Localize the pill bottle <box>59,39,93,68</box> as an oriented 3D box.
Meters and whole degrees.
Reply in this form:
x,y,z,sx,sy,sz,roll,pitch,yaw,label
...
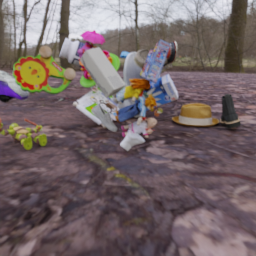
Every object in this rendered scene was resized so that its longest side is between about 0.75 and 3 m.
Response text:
x,y,z,sx,sy,sz,roll,pitch,yaw,label
-2.070,-3.230,12.517,1.806,1.045,1.045,20,8,-20,pill bottle

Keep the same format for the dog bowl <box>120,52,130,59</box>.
x,y,z,sx,sy,sz,roll,pitch,yaw,label
0.037,-2.991,11.754,0.761,0.189,0.424,11,-4,-31,dog bowl

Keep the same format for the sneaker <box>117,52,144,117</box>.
x,y,z,sx,sy,sz,roll,pitch,yaw,label
-0.083,-1.815,11.832,0.959,2.603,1.504,-6,12,-32,sneaker

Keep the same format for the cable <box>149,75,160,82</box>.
x,y,z,sx,sy,sz,roll,pitch,yaw,label
0.670,-2.157,13.009,1.661,0.575,1.661,-40,17,-33,cable

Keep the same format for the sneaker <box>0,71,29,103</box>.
x,y,z,sx,sy,sz,roll,pitch,yaw,label
-3.240,-0.981,7.679,1.463,0.728,0.509,33,25,28,sneaker

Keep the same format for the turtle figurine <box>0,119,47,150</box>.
x,y,z,sx,sy,sz,roll,pitch,yaw,label
-3.144,0.185,8.104,1.455,0.581,1.804,25,12,37,turtle figurine

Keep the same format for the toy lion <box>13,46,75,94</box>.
x,y,z,sx,sy,sz,roll,pitch,yaw,label
-1.974,-1.210,6.435,1.110,1.158,0.397,-53,15,-20,toy lion

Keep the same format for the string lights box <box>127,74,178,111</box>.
x,y,z,sx,sy,sz,roll,pitch,yaw,label
0.913,-1.261,10.656,1.746,0.897,0.515,-20,39,21,string lights box

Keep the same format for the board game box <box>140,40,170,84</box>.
x,y,z,sx,sy,sz,roll,pitch,yaw,label
0.796,-1.979,8.261,0.359,1.163,1.163,21,14,-12,board game box

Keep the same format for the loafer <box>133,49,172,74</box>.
x,y,z,sx,sy,sz,roll,pitch,yaw,label
0.891,-2.337,10.585,2.343,0.800,0.886,-8,59,-56,loafer

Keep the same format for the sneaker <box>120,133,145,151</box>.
x,y,z,sx,sy,sz,roll,pitch,yaw,label
0.094,0.402,7.625,0.303,0.475,0.823,48,18,30,sneaker

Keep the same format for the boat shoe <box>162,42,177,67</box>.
x,y,z,sx,sy,sz,roll,pitch,yaw,label
1.123,-2.280,8.870,0.496,0.565,1.587,0,-4,-11,boat shoe

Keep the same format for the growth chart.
x,y,z,sx,sy,sz,roll,pitch,yaw,label
-1.071,-0.890,10.883,1.721,0.211,2.378,31,32,-1,growth chart

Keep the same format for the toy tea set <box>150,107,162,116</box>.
x,y,z,sx,sy,sz,roll,pitch,yaw,label
1.089,-0.834,11.100,0.547,0.341,0.920,-10,40,-28,toy tea set

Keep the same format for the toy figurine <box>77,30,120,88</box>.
x,y,z,sx,sy,sz,roll,pitch,yaw,label
-1.360,-2.702,10.370,1.404,1.721,1.870,32,72,31,toy figurine

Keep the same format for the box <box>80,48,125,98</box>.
x,y,z,sx,sy,sz,roll,pitch,yaw,label
-0.735,-1.586,8.029,0.570,1.386,0.474,-29,-8,-44,box

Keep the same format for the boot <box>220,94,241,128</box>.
x,y,z,sx,sy,sz,roll,pitch,yaw,label
3.558,-0.688,9.964,0.642,1.146,1.656,-15,6,7,boot

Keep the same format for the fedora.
x,y,z,sx,sy,sz,roll,pitch,yaw,label
2.573,-0.527,10.680,1.765,0.720,1.765,1,14,0,fedora

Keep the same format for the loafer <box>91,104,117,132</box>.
x,y,z,sx,sy,sz,roll,pitch,yaw,label
-0.707,-0.313,8.820,1.091,0.381,0.381,45,11,16,loafer

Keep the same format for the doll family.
x,y,z,sx,sy,sz,roll,pitch,yaw,label
0.216,-0.759,8.528,1.334,2.149,0.969,-21,-33,24,doll family
